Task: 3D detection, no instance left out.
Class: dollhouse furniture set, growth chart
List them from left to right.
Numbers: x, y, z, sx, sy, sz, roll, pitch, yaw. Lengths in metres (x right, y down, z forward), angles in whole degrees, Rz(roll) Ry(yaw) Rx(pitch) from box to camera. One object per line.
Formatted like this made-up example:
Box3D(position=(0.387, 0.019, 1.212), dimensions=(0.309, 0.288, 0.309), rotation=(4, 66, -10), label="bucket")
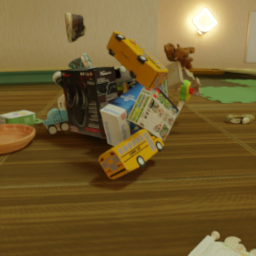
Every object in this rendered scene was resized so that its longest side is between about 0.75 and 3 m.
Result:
Box3D(position=(2.017, -1.684, 10.916), dimensions=(1.020, 0.871, 1.968), rotation=(-18, -21, 34), label="dollhouse furniture set")
Box3D(position=(1.892, 2.406, 4.324), dimensions=(1.596, 0.196, 2.205), rotation=(-12, 20, -37), label="growth chart")

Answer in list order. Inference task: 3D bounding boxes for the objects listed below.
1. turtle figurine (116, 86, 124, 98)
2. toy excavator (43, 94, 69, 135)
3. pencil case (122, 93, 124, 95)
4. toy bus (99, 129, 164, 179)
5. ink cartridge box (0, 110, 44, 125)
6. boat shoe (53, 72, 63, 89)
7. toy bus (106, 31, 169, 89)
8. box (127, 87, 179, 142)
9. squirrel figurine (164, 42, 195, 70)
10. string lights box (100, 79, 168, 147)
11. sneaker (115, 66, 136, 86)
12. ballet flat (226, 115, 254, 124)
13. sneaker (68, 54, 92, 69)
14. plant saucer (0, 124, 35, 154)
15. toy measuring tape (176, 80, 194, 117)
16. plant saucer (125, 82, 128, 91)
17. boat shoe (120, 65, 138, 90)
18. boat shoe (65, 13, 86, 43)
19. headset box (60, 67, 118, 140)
Box3D(position=(-0.643, -0.611, 11.362), dimensions=(2.762, 2.227, 0.889), rotation=(23, 27, 36), label="turtle figurine")
Box3D(position=(-2.877, -0.687, 11.819), dimensions=(1.579, 1.624, 0.811), rotation=(-16, 14, -20), label="toy excavator")
Box3D(position=(-0.217, -0.876, 12.377), dimensions=(1.143, 1.053, 2.474), rotation=(9, 26, -37), label="pencil case")
Box3D(position=(0.182, 0.712, 8.222), dimensions=(0.742, 0.893, 2.281), rotation=(-34, -2, 36), label="toy bus")
Box3D(position=(-5.040, -0.448, 13.347), dimensions=(0.961, 0.549, 1.851), rotation=(13, 21, 38), label="ink cartridge box")
Box3D(position=(-2.305, -1.793, 13.296), dimensions=(2.707, 0.957, 0.862), rotation=(22, 44, -39), label="boat shoe")
Box3D(position=(0.213, -1.915, 7.789), dimensions=(0.737, 0.613, 1.883), rotation=(-15, 56, -45), label="toy bus")
Box3D(position=(0.993, -0.470, 9.995), dimensions=(0.450, 1.427, 2.592), rotation=(24, -3, 30), label="box")
Box3D(position=(1.859, -2.722, 10.453), dimensions=(1.210, 0.856, 1.129), rotation=(16, 11, 22), label="squirrel figurine")
Box3D(position=(0.333, -0.637, 10.319), dimensions=(0.842, 1.467, 2.855), rotation=(21, 46, 35), label="string lights box")
Box3D(position=(-0.559, -2.010, 11.258), dimensions=(0.961, 0.832, 2.219), rotation=(-7, -12, -35), label="sneaker")
Box3D(position=(5.417, -0.391, 13.509), dimensions=(1.303, 0.460, 0.460), rotation=(4, 17, 10), label="ballet flat")
Box3D(position=(-1.845, -1.904, 11.884), dimensions=(1.042, 2.285, 0.886), rotation=(-17, 5, 3), label="sneaker")
Box3D(position=(-4.859, 0.423, 10.514), dimensions=(2.649, 0.496, 2.649), rotation=(0, 17, 0), label="plant saucer")
Box3D(position=(2.485, -1.499, 12.749), dimensions=(0.792, 0.792, 2.153), rotation=(14, 61, 39), label="toy measuring tape")
Box3D(position=(0.137, -2.093, 13.384), dimensions=(0.448, 2.392, 2.392), rotation=(-13, 17, -1), label="plant saucer")
Box3D(position=(0.307, -1.780, 11.694), dimensions=(0.741, 2.063, 0.698), rotation=(-19, 19, 43), label="boat shoe")
Box3D(position=(-2.002, -3.813, 10.827), dimensions=(0.734, 0.814, 2.264), rotation=(-1, 1, -7), label="boat shoe")
Box3D(position=(-1.404, -0.895, 10.690), dimensions=(2.038, 2.739, 1.058), rotation=(11, 23, 41), label="headset box")
